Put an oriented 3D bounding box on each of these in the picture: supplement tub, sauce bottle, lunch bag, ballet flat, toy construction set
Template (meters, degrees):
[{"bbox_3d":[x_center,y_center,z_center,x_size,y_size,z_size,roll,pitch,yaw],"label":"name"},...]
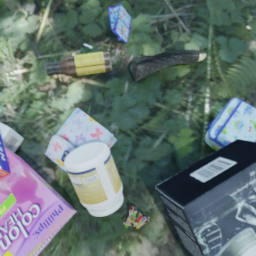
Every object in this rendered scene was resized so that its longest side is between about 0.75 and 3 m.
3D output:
[{"bbox_3d":[-0.898,1.438,7.819,1.278,1.278,1.770,-21,113,-7],"label":"supplement tub"},{"bbox_3d":[-1.808,-2.301,10.248,2.364,0.765,0.765,-7,70,-4],"label":"sauce bottle"},{"bbox_3d":[3.604,0.045,9.417,1.538,0.789,1.913,37,73,15],"label":"lunch bag"},{"bbox_3d":[-1.542,0.583,9.021,1.572,1.179,1.854,37,85,13],"label":"lunch bag"},{"bbox_3d":[1.476,-2.402,10.415,2.859,0.950,0.812,-12,112,-3],"label":"ballet flat"},{"bbox_3d":[-0.336,-3.835,10.555,0.558,0.893,1.187,-5,75,26],"label":"lunch bag"},{"bbox_3d":[0.189,2.806,8.379,0.718,0.860,0.661,36,84,8],"label":"toy construction set"}]

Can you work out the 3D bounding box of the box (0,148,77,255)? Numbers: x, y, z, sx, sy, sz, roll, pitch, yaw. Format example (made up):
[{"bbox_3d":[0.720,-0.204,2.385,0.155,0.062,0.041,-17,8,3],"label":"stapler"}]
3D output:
[{"bbox_3d":[-3.413,2.442,8.239,2.737,1.323,2.408,39,75,13],"label":"box"}]

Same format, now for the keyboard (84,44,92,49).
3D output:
[{"bbox_3d":[-1.427,-2.920,9.991,0.286,1.017,0.054,25,103,-12],"label":"keyboard"}]

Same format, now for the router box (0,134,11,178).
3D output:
[{"bbox_3d":[-4.862,0.550,7.943,2.336,0.636,2.602,-21,69,-6],"label":"router box"}]

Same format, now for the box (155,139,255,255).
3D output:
[{"bbox_3d":[2.774,2.282,7.341,2.950,1.828,2.900,-28,101,-12],"label":"box"}]

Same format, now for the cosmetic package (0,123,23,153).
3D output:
[{"bbox_3d":[-4.824,0.016,9.186,2.368,1.201,0.844,26,73,10],"label":"cosmetic package"}]
